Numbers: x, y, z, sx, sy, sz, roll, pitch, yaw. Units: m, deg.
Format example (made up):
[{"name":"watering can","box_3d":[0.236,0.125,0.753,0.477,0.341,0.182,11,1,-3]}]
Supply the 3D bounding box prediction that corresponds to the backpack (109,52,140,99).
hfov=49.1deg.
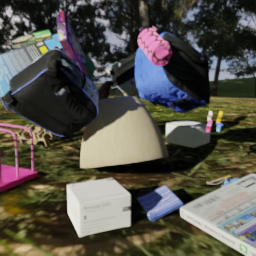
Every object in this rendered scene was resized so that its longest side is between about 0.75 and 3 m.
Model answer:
[{"name":"backpack","box_3d":[0.399,-2.168,11.348,1.989,1.525,1.748,-31,39,28]}]

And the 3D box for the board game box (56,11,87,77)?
[{"name":"board game box","box_3d":[-1.644,-2.364,8.384,0.305,1.132,1.886,-9,-27,6]}]

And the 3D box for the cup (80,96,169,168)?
[{"name":"cup","box_3d":[-0.223,0.101,8.596,2.687,1.922,2.687,-7,-4,0]}]

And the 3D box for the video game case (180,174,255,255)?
[{"name":"video game case","box_3d":[2.681,1.666,5.511,2.458,0.271,2.238,-14,15,-30]}]

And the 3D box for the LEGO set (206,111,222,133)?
[{"name":"LEGO set","box_3d":[2.587,-0.260,8.297,0.422,0.454,1.106,13,27,11]}]

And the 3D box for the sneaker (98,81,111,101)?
[{"name":"sneaker","box_3d":[-1.025,-1.204,11.840,0.597,1.580,0.557,37,18,21]}]

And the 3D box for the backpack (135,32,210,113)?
[{"name":"backpack","box_3d":[1.236,-1.583,8.842,2.043,1.978,2.435,-20,-27,39]}]

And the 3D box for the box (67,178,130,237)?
[{"name":"box","box_3d":[-0.619,1.556,5.679,1.045,0.687,1.051,-4,11,-23]}]

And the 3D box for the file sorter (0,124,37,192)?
[{"name":"file sorter","box_3d":[-3.960,0.824,7.438,1.705,1.539,2.454,5,11,26]}]

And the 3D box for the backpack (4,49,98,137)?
[{"name":"backpack","box_3d":[-1.737,-0.864,7.057,1.799,1.966,1.445,-30,43,20]}]

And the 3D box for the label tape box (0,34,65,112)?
[{"name":"label tape box","box_3d":[-3.356,-2.020,10.006,2.800,0.886,2.019,-26,59,-16]}]

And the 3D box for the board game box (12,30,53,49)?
[{"name":"board game box","box_3d":[-3.098,-2.872,9.036,1.232,0.144,0.645,-18,38,-12]}]

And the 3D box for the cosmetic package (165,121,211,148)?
[{"name":"cosmetic package","box_3d":[2.708,0.249,12.612,1.471,0.904,1.466,9,13,42]}]

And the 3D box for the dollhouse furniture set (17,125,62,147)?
[{"name":"dollhouse furniture set","box_3d":[-3.881,0.371,12.806,1.435,1.087,1.637,4,33,22]}]

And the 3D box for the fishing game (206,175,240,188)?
[{"name":"fishing game","box_3d":[3.082,1.517,7.183,1.331,0.289,1.858,-8,13,-27]}]

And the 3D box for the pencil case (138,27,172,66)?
[{"name":"pencil case","box_3d":[0.644,-2.025,6.873,0.602,0.621,1.326,34,21,-34]}]

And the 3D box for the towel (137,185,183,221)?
[{"name":"towel","box_3d":[0.673,1.625,6.204,0.781,0.129,1.079,-24,14,-9]}]

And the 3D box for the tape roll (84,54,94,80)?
[{"name":"tape roll","box_3d":[-2.579,-1.868,11.547,0.675,2.809,2.809,35,-13,-36]}]
